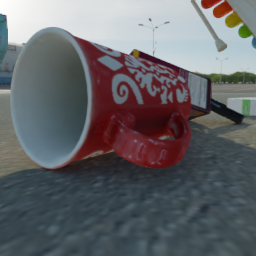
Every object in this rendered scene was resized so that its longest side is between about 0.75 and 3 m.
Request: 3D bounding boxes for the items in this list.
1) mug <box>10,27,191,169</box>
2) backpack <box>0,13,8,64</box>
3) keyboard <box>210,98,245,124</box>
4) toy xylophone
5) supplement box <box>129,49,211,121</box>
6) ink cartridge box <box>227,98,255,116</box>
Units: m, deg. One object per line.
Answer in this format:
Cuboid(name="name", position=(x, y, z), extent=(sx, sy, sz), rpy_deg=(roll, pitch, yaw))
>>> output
Cuboid(name="mug", position=(-0.108, -0.195, 4.741), extent=(2.810, 2.494, 1.875), rpy_deg=(-4, -31, -51))
Cuboid(name="backpack", position=(-2.085, -1.203, 3.876), extent=(0.717, 0.953, 0.846), rpy_deg=(12, -28, -36))
Cuboid(name="keyboard", position=(2.718, -0.715, 9.008), extent=(2.027, 0.260, 1.217), rpy_deg=(31, 25, 18))
Cuboid(name="toy xylophone", position=(2.151, -2.278, 5.348), extent=(1.578, 2.155, 0.541), rpy_deg=(-23, -19, 13))
Cuboid(name="supplement box", position=(0.846, -0.980, 7.407), extent=(2.393, 1.025, 1.320), rpy_deg=(15, -19, -23))
Cuboid(name="ink cartridge box", position=(4.913, -0.856, 11.130), extent=(1.518, 0.638, 1.104), rpy_deg=(-1, 9, -9))
